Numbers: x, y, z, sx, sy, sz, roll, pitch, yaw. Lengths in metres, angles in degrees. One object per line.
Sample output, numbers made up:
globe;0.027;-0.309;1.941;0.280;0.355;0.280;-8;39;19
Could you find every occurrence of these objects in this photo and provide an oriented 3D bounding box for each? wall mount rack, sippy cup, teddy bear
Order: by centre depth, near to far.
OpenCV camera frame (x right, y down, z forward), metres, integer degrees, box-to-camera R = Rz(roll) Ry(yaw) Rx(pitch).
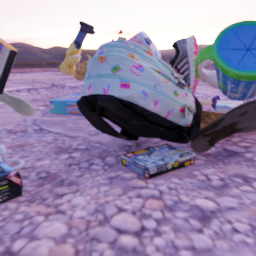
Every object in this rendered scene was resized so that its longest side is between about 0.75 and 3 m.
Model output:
sippy cup;2.366;-1.246;5.744;1.748;1.373;1.281;34;-14;24
wall mount rack;-3.462;0.559;6.075;2.154;0.803;1.872;-8;17;-31
teddy bear;2.615;-0.122;8.912;1.837;0.846;2.534;4;6;-12

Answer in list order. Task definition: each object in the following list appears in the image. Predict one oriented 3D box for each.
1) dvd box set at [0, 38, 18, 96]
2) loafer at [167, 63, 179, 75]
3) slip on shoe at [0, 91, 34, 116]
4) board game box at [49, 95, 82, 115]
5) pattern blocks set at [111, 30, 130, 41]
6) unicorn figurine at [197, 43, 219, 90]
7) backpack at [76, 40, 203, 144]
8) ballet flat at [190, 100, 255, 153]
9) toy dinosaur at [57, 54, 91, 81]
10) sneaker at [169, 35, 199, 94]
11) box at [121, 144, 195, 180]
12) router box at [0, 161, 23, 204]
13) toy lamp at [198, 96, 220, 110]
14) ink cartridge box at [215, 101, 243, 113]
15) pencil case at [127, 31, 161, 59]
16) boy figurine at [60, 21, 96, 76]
dvd box set;-2.901;-1.447;5.834;1.394;1.020;0.205;37;19;27
loafer;1.234;-1.881;10.193;2.037;0.732;0.640;-3;52;19
slip on shoe;-3.835;-0.874;9.472;1.432;0.530;0.438;29;8;-15
board game box;-1.785;-1.021;12.256;2.600;0.585;1.978;5;16;18
pattern blocks set;-0.251;-2.695;8.806;0.690;0.785;0.064;34;-6;30
unicorn figurine;3.060;-1.662;9.372;1.842;0.990;2.681;26;-1;23
backpack;0.189;-0.736;6.771;2.402;1.822;2.878;-7;-24;43
ballet flat;2.406;-0.081;6.692;2.285;0.770;0.530;-40;16;43
toy dinosaur;-1.946;-2.642;12.439;2.326;1.176;0.677;17;9;17
sneaker;1.682;-1.840;8.527;0.826;1.889;0.697;4;28;25
box;0.697;0.725;6.432;1.425;0.284;0.975;-11;19;-34
router box;-2.814;1.047;4.899;1.138;0.472;1.519;14;21;42
toy lamp;2.768;-1.160;12.472;2.507;0.730;0.730;0;15;-5
ink cartridge box;4.002;-0.704;11.103;1.015;0.593;1.749;5;16;18
pencil case;-0.148;-2.232;9.916;2.659;1.206;1.105;-30;2;24
boy figurine;-2.088;-3.025;11.255;0.745;2.313;1.438;14;35;-26
